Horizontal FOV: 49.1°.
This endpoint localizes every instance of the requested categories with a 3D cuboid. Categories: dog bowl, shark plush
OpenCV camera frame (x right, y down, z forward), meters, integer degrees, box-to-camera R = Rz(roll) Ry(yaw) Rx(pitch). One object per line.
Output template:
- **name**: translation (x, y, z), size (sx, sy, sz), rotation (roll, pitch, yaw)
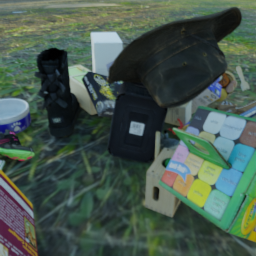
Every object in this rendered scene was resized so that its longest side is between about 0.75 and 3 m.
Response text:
- **dog bowl**: translation (-3.905, -0.352, 8.873), size (1.517, 0.598, 1.517), rotation (0, 30, 0)
- **shark plush**: translation (1.090, 0.316, 7.740), size (0.613, 0.562, 1.349), rotation (-8, 32, -10)

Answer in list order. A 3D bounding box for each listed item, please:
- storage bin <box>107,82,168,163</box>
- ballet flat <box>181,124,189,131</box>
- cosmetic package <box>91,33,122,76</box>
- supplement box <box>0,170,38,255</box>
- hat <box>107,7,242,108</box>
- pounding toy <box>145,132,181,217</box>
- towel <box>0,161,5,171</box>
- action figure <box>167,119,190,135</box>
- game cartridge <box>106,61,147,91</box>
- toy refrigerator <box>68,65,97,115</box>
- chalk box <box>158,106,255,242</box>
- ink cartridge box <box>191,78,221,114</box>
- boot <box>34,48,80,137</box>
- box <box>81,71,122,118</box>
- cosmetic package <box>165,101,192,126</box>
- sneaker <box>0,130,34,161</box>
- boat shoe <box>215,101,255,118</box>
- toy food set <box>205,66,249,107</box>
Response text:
- **storage bin**: translation (0.237, -0.143, 7.174), size (1.246, 1.842, 0.864), rotation (12, 32, 1)
- **ballet flat**: translation (2.641, 0.020, 8.024), size (2.306, 0.727, 0.791), rotation (-12, 69, -13)
- **cosmetic package**: translation (-0.924, -2.905, 11.919), size (1.175, 1.912, 1.906), rotation (-5, 31, -8)
- **supplement box**: translation (-2.089, 1.855, 4.082), size (1.041, 1.341, 2.431), rotation (-28, 37, -5)
- **hat**: translation (1.096, -1.127, 5.809), size (2.967, 1.197, 2.967), rotation (-22, -5, -2)
- **pounding toy**: translation (0.779, 0.949, 6.012), size (0.885, 1.245, 1.147), rotation (15, 33, 23)
- **towel**: translation (-3.572, 1.059, 6.940), size (0.862, 0.101, 0.658), rotation (-5, 31, -6)
- **action figure**: translation (1.696, -0.099, 8.668), size (1.191, 0.389, 0.590), rotation (-24, 45, -36)
- **game cartridge**: translation (0.730, -1.645, 7.488), size (1.725, 0.511, 2.661), rotation (-26, -10, 19)
- **toy refrigerator**: translation (-1.627, -1.555, 10.552), size (1.049, 0.967, 2.764), rotation (-19, 35, -29)
- **chalk box**: translation (1.708, 0.734, 4.480), size (2.540, 1.574, 1.585), rotation (27, 0, -30)
- **ink cartridge box**: translation (2.254, -1.196, 9.074), size (1.045, 1.531, 0.585), rotation (32, 55, -19)
- **boot**: translation (-2.166, -1.307, 8.757), size (1.056, 2.338, 2.853), rotation (-5, 28, -5)
- **box**: translation (-0.434, -0.948, 8.730), size (1.814, 0.446, 1.462), rotation (6, 51, -49)
- **cosmetic package**: translation (1.220, -0.660, 9.107), size (1.594, 0.839, 0.567), rotation (18, 47, 25)
- **sneaker**: translation (-3.159, 0.398, 7.404), size (1.639, 0.629, 0.687), rotation (15, 71, 22)
- **boat shoe**: translation (2.560, -0.310, 7.327), size (1.975, 0.714, 0.715), rotation (-26, 70, -9)
- **toy food set**: translation (3.196, -1.475, 9.741), size (1.663, 0.334, 1.148), rotation (-25, 61, 30)
